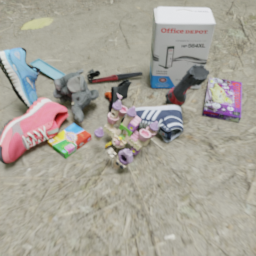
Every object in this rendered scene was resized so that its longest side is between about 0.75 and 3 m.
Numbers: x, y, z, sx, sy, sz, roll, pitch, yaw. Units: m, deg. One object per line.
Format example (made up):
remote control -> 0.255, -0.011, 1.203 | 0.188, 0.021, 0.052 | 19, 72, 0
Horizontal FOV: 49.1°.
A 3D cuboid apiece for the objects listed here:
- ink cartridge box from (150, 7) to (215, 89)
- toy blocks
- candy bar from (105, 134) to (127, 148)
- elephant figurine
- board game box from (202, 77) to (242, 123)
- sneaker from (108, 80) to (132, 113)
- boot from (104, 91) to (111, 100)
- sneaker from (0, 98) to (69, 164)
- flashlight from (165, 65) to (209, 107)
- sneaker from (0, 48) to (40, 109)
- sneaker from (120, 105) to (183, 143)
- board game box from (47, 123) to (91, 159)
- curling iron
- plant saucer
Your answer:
ink cartridge box -> 2.012, -3.086, 11.155 | 2.161, 2.960, 1.248 | 1, 47, 2
toy blocks -> -0.029, -0.029, 8.737 | 1.635, 1.473, 1.749 | 38, 40, 13
candy bar -> -0.436, 0.444, 9.584 | 0.923, 0.230, 0.102 | -31, 81, -28
elephant figurine -> -1.759, -1.240, 10.334 | 1.934, 1.501, 1.368 | 26, 26, 38
board game box -> 3.785, -1.180, 11.174 | 1.384, 0.372, 2.306 | 15, 46, 8
sneaker -> -0.306, -1.122, 10.407 | 0.700, 1.342, 0.403 | -7, 32, -27
boot -> -0.643, -1.184, 11.072 | 0.971, 0.364, 0.521 | 11, 79, 43
sneaker -> -3.045, 0.035, 9.289 | 1.287, 1.094, 2.967 | 14, 45, 16
flashlight -> 2.042, -1.412, 9.845 | 0.774, 2.277, 0.771 | 36, 65, -3
sneaker -> -3.529, -1.636, 9.991 | 1.164, 2.589, 1.015 | -35, 44, -22
sneaker -> 0.832, -0.095, 9.732 | 2.233, 0.783, 1.211 | -8, 55, 2
board game box -> -1.994, 0.422, 9.588 | 0.909, 0.239, 1.187 | 31, 52, 27
curling iron -> -0.590, -2.240, 12.030 | 2.471, 0.613, 0.316 | -3, 49, -9
plant saucer -> -3.610, -2.584, 12.532 | 1.656, 0.157, 0.579 | 32, 52, 15
